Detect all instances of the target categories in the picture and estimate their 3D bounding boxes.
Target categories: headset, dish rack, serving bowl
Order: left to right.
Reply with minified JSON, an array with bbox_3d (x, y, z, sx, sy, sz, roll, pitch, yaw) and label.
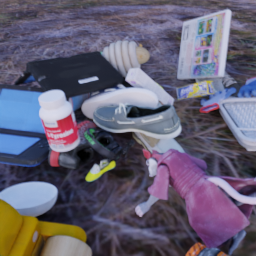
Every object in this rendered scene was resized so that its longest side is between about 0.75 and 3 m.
[{"bbox_3d":[-2.261,1.686,6.343,1.293,0.425,1.293,1,12,0],"label":"serving bowl"},{"bbox_3d":[-0.471,0.423,7.665,1.673,0.786,1.033,32,13,-51],"label":"headset"},{"bbox_3d":[4.429,-0.132,9.179,2.526,0.641,2.943,-2,31,0],"label":"dish rack"}]

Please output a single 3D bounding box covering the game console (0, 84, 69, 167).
[{"bbox_3d":[-3.458,-0.211,8.286,2.819,1.668,2.406,6,19,10],"label":"game console"}]

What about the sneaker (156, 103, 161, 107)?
[{"bbox_3d":[0.431,-0.824,9.940,2.104,1.045,0.820,22,38,31],"label":"sneaker"}]

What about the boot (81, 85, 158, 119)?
[{"bbox_3d":[-0.221,-1.104,9.583,2.818,1.025,1.273,-4,40,27],"label":"boot"}]

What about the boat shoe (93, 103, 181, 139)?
[{"bbox_3d":[0.126,-0.424,8.217,2.916,0.901,1.062,11,46,31],"label":"boat shoe"}]

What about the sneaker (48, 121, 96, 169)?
[{"bbox_3d":[-1.348,0.500,8.145,1.046,0.757,2.141,17,33,14],"label":"sneaker"}]

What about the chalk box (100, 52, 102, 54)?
[{"bbox_3d":[-0.851,-2.918,13.199,1.813,1.124,1.131,-3,32,-6],"label":"chalk box"}]

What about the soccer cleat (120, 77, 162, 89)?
[{"bbox_3d":[0.710,-1.808,11.749,1.073,0.829,2.565,-17,36,-40],"label":"soccer cleat"}]

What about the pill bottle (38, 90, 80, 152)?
[{"bbox_3d":[-1.735,-0.170,7.008,0.803,1.430,0.803,-5,34,4],"label":"pill bottle"}]

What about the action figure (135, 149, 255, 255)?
[{"bbox_3d":[1.328,1.220,5.959,1.871,2.080,2.794,-33,58,-32],"label":"action figure"}]

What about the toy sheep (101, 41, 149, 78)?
[{"bbox_3d":[-0.283,-2.703,11.183,2.302,1.587,1.587,-12,31,10],"label":"toy sheep"}]

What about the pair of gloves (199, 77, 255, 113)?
[{"bbox_3d":[3.816,-1.215,9.920,2.739,0.312,2.202,-19,12,32],"label":"pair of gloves"}]

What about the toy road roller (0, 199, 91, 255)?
[{"bbox_3d":[-1.941,2.040,4.533,2.466,1.800,1.515,6,41,6],"label":"toy road roller"}]

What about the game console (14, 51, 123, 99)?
[{"bbox_3d":[-2.107,-1.637,9.971,2.907,1.692,2.556,-23,61,-38],"label":"game console"}]

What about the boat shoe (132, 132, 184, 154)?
[{"bbox_3d":[0.861,0.323,8.396,0.823,0.753,2.201,-22,38,-31],"label":"boat shoe"}]

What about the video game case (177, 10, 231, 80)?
[{"bbox_3d":[3.135,-3.393,11.862,0.308,2.597,2.364,5,2,-36],"label":"video game case"}]

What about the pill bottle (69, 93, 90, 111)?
[{"bbox_3d":[-2.265,-1.030,10.078,1.039,1.039,1.911,12,27,19],"label":"pill bottle"}]

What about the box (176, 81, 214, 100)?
[{"bbox_3d":[2.539,-1.406,10.696,0.461,0.503,1.435,-4,-2,-38],"label":"box"}]

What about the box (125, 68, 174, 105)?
[{"bbox_3d":[0.822,-1.321,9.891,0.440,2.272,0.471,5,72,44],"label":"box"}]

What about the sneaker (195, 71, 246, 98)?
[{"bbox_3d":[3.868,-2.216,11.691,0.981,1.510,2.615,-16,35,-28],"label":"sneaker"}]

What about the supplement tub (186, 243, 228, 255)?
[{"bbox_3d":[1.594,2.571,4.386,1.525,0.934,0.934,26,40,37],"label":"supplement tub"}]

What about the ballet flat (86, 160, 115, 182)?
[{"bbox_3d":[-0.761,1.091,7.579,0.979,0.328,0.327,-27,36,-35],"label":"ballet flat"}]
